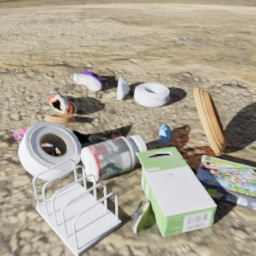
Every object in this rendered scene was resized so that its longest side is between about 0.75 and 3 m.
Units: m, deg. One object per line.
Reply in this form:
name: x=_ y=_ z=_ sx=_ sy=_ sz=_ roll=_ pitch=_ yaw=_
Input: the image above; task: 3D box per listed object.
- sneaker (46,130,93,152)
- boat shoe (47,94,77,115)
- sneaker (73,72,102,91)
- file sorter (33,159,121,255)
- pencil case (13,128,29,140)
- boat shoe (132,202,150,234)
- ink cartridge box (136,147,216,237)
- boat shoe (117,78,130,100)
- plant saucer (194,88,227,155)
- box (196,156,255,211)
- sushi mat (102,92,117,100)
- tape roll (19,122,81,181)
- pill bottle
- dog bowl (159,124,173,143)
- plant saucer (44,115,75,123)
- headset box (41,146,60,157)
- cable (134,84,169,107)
sneaker: x=-2.229 y=0.400 z=10.553 sx=1.904 sy=0.761 sz=0.680 roll=7 pitch=32 yaw=11
boat shoe: x=-3.205 y=-1.098 z=12.855 sx=2.084 sy=0.742 sz=0.652 roll=28 pitch=20 yaw=39
sneaker: x=-2.016 y=-2.737 z=15.672 sx=2.171 sy=0.755 sz=1.080 roll=26 pitch=39 yaw=36
file sorter: x=-1.419 y=1.959 z=7.533 sx=1.445 sy=1.296 sz=2.082 roll=-26 pitch=39 yaw=-36
pencil case: x=-3.965 y=0.204 z=11.158 sx=1.089 sy=0.481 sz=0.481 roll=-7 pitch=32 yaw=-9
boat shoe: x=0.294 y=2.419 z=7.665 sx=0.363 sy=0.403 sz=1.121 roll=6 pitch=29 yaw=21
ink cartridge box: x=1.254 y=1.737 z=8.327 sx=1.429 sy=0.816 sz=2.752 roll=-8 pitch=32 yaw=-12
boat shoe: x=-0.210 y=-2.052 z=14.624 sx=0.613 sy=0.690 sz=1.874 roll=10 pitch=40 yaw=-7
plant saucer: x=2.998 y=-0.283 z=10.013 sx=0.468 sy=2.500 sz=2.500 roll=-19 pitch=26 yaw=21
box: x=3.505 y=1.758 z=8.629 sx=2.707 sy=0.470 sz=1.490 roll=13 pitch=34 yaw=19
sushi mat: x=-0.920 y=-1.661 z=14.594 sx=0.430 sy=0.054 sz=0.899 roll=20 pitch=37 yaw=29
tape roll: x=-2.531 y=0.742 z=9.221 sx=1.924 sy=0.673 sz=1.924 roll=23 pitch=40 yaw=-21
pill bottle: x=-0.449 y=0.952 z=9.305 sx=1.980 sy=1.147 sz=1.147 roll=-17 pitch=35 yaw=-26
dog bowl: x=1.474 y=0.242 z=10.964 sx=0.255 sy=0.574 sz=1.030 roll=-30 pitch=15 yaw=23
plant saucer: x=-2.907 y=-0.413 z=11.973 sx=1.285 sy=0.207 sz=1.285 roll=6 pitch=9 yaw=-1
headset box: x=-2.847 y=1.030 z=9.558 sx=1.001 sy=0.745 sz=0.387 roll=-5 pitch=32 yaw=-7
cable: x=1.187 y=-1.635 z=13.894 sx=1.745 sy=0.604 sz=1.746 roll=4 pitch=32 yaw=-2
